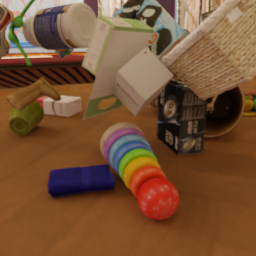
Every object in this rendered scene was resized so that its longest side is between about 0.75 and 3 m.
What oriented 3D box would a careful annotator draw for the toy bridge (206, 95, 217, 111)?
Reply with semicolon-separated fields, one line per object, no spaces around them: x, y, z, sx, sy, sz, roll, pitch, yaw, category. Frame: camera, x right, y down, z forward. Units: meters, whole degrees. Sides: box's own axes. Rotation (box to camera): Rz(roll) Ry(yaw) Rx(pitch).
2.536;-1.224;8.734;0.546;0.221;1.625;-7;58;13;toy bridge

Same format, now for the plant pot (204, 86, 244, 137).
3.173;-0.836;10.394;2.241;2.241;2.404;9;6;25;plant pot

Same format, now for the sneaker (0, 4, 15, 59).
-3.947;-2.111;7.931;1.180;2.871;1.118;-1;37;-45;sneaker

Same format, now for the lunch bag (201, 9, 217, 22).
4.198;-4.062;11.543;2.043;1.675;1.201;-20;41;-5;lunch bag

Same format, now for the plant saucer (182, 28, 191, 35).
2.131;-3.574;12.460;1.685;1.685;0.423;-6;52;-17;plant saucer

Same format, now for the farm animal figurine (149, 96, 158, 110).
1.739;-1.404;12.975;2.295;1.429;2.842;30;25;19;farm animal figurine

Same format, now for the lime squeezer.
-3.524;-3.283;9.238;0.871;2.467;0.465;2;-7;20;lime squeezer

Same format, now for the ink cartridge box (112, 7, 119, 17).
-0.155;-3.478;11.117;1.613;1.989;0.499;33;32;8;ink cartridge box

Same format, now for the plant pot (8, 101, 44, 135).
-3.790;-0.329;10.165;1.179;1.179;1.135;0;31;-1;plant pot

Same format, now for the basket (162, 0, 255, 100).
2.122;-1.829;6.368;1.855;1.505;1.872;-45;8;-19;basket

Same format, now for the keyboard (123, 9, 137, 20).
-0.217;-2.835;8.041;0.289;1.458;0.759;30;-11;0;keyboard

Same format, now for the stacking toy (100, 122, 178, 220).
0.237;0.984;6.417;1.249;1.249;2.927;-6;27;-16;stacking toy

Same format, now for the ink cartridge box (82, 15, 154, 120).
-0.451;-1.610;7.642;0.626;2.612;1.901;38;32;19;ink cartridge box

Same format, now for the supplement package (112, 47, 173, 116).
0.303;-1.098;7.129;0.968;0.964;1.650;-42;-3;-12;supplement package

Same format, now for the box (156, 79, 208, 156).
1.615;-0.399;8.738;0.868;2.017;1.651;-6;20;-17;box

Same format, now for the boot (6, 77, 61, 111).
-2.437;-0.761;7.301;0.949;0.359;1.084;39;62;23;boot

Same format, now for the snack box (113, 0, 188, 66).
0.548;-3.086;8.887;0.539;1.688;2.905;23;31;-49;snack box

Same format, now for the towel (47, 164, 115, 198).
-1.103;1.243;6.625;1.502;0.372;1.109;-4;13;-10;towel

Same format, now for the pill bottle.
-2.344;-3.307;9.348;2.463;1.367;1.367;7;20;33;pill bottle

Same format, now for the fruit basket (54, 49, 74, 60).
-2.654;-3.621;11.561;0.641;1.266;1.367;22;-9;9;fruit basket

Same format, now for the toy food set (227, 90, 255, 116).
5.575;-1.286;13.063;1.581;0.877;2.686;12;22;31;toy food set

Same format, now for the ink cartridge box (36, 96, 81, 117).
-3.064;-1.007;12.562;1.606;0.677;1.163;8;20;21;ink cartridge box
